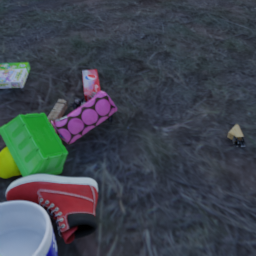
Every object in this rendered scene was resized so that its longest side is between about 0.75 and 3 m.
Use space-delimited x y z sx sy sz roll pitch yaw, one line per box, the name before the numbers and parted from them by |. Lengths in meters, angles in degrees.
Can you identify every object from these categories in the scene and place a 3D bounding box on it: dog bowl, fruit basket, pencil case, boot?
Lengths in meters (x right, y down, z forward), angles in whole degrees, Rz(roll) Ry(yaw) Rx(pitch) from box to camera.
dog bowl | -2.697 2.655 5.935 2.262 0.891 2.262 -5 27 3
fruit basket | -2.964 0.754 8.202 2.052 2.052 1.480 30 23 29
pencil case | -1.432 -0.383 9.202 2.119 0.993 0.962 -37 29 -13
boot | -1.950 2.029 6.917 2.368 0.858 1.709 1 35 -5

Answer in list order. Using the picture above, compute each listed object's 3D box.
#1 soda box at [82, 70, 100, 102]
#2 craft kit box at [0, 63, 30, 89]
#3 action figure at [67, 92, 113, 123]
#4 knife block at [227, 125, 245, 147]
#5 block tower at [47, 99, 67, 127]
soda box | -1.471 -1.629 11.287 0.650 0.589 1.857 -7 42 -7
craft kit box | -5.268 -2.285 12.208 1.614 0.396 1.634 -1 42 -5
action figure | -1.362 -0.779 10.095 1.800 0.919 1.070 14 51 8
knife block | 3.735 0.294 9.409 0.667 0.243 0.759 32 54 30
block tower | -2.594 -0.561 10.302 0.330 0.354 1.224 6 43 7
